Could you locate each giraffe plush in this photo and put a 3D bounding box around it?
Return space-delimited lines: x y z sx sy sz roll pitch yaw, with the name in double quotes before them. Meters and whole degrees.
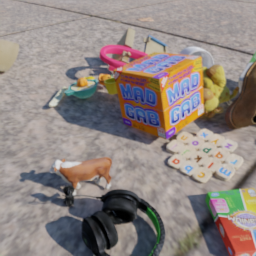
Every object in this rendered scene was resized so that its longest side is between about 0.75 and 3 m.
"giraffe plush" 2.797 -1.067 9.840 1.865 1.609 1.512 43 55 -2

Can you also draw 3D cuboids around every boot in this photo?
"boot" 4.303 -1.190 9.077 2.955 1.088 1.115 -57 19 -20

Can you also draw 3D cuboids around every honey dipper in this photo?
"honey dipper" -0.389 -2.891 11.741 1.129 0.214 0.214 -24 22 32

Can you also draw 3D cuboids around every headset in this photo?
"headset" -0.421 1.996 5.941 2.434 1.144 1.503 32 47 16

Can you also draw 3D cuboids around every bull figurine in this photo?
"bull figurine" -1.118 1.132 6.816 1.521 0.923 0.495 -8 25 -8

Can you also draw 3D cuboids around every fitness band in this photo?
"fitness band" -0.011 -2.797 11.712 2.437 0.456 1.750 17 39 1

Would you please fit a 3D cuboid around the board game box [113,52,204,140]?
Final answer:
"board game box" 1.006 -1.113 8.843 1.919 1.919 1.920 -32 36 -32

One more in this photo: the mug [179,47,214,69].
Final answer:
"mug" 2.991 -2.777 12.287 1.785 1.318 1.565 24 19 -18

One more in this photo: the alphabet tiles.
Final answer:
"alphabet tiles" 2.150 0.754 8.006 1.994 0.146 1.950 28 48 33

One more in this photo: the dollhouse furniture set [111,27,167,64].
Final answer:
"dollhouse furniture set" 0.548 -3.092 13.221 2.361 1.540 2.229 21 59 -20

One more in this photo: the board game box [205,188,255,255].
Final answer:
"board game box" 2.529 2.036 6.103 1.186 0.312 1.550 -4 35 -6

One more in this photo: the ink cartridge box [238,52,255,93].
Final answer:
"ink cartridge box" 5.613 -1.823 10.405 2.345 0.985 1.698 27 76 33

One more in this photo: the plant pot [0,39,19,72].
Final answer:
"plant pot" -5.871 -3.165 12.461 1.883 1.264 1.883 3 5 0

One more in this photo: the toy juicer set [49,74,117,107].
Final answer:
"toy juicer set" -1.764 -1.664 10.764 2.702 0.735 1.719 -14 31 -8
